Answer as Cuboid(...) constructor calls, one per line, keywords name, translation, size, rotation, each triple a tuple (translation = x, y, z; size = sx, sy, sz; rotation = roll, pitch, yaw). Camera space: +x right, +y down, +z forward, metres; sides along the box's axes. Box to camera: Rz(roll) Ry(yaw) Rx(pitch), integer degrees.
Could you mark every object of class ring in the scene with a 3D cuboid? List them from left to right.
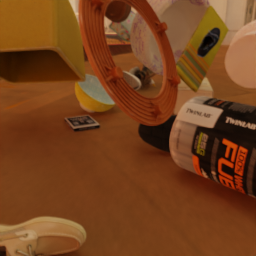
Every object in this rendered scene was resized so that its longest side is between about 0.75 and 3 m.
Cuboid(name="ring", translation=(0.226, -1.348, 4.722), size=(0.255, 2.656, 2.656), rotation=(-17, 8, 36))

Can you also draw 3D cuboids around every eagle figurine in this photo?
Cuboid(name="eagle figurine", translation=(0.952, -2.735, 14.601), size=(1.503, 1.495, 1.981), rotation=(-6, 30, 13))

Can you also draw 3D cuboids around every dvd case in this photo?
Cuboid(name="dvd case", translation=(-1.523, -0.163, 9.158), size=(0.860, 0.141, 1.144), rotation=(-9, 23, -24))

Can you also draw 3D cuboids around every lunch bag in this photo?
Cuboid(name="lunch bag", translation=(0.024, -4.015, 11.074), size=(1.210, 0.738, 1.031), rotation=(40, 58, -5))

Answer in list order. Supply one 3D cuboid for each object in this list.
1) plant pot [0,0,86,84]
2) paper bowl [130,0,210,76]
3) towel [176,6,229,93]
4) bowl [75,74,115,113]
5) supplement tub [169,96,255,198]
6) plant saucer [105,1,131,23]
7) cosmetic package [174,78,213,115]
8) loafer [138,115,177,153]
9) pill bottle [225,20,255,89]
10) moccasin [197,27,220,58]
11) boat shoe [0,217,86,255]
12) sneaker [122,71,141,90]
Cuboid(name="plant pot", translation=(-2.752, -2.938, 8.026), size=(2.616, 2.694, 2.633), rotation=(-1, -9, 7))
Cuboid(name="paper bowl", translation=(1.380, -3.448, 9.833), size=(2.912, 2.912, 1.514), rotation=(-12, 43, -30))
Cuboid(name="towel", translation=(2.243, -2.398, 8.491), size=(0.234, 1.114, 2.589), rotation=(3, 58, 55))
Cuboid(name="bowl", translation=(-1.295, -1.104, 10.302), size=(1.663, 0.895, 1.663), rotation=(26, 31, -17))
Cuboid(name="supplement tub", translation=(2.333, 0.405, 5.420), size=(2.738, 1.677, 1.677), rotation=(18, 27, 42))
Cuboid(name="plant saucer", translation=(-0.422, -3.521, 7.833), size=(1.165, 1.165, 0.172), rotation=(14, 40, 33))
Cuboid(name="cosmetic package", translation=(2.531, -1.325, 11.112), size=(1.369, 0.966, 2.644), rotation=(3, 20, 8))
Cuboid(name="loafer", translation=(1.579, 0.138, 7.375), size=(2.729, 0.993, 0.986), rotation=(8, 11, -6))
Cuboid(name="pill bottle", translation=(3.441, -1.910, 6.870), size=(1.593, 1.593, 2.862), rotation=(14, 31, 33))
Cuboid(name="moccasin", translation=(2.265, -2.397, 7.699), size=(0.427, 0.362, 1.061), rotation=(24, 70, 18))
Cuboid(name="boat shoe", translation=(-1.429, 1.622, 3.793), size=(1.695, 0.612, 0.551), rotation=(-2, 30, -1))
Cuboid(name="sneaker", translation=(-0.346, -2.411, 14.017), size=(1.228, 1.051, 2.820), rotation=(-12, 24, -41))
